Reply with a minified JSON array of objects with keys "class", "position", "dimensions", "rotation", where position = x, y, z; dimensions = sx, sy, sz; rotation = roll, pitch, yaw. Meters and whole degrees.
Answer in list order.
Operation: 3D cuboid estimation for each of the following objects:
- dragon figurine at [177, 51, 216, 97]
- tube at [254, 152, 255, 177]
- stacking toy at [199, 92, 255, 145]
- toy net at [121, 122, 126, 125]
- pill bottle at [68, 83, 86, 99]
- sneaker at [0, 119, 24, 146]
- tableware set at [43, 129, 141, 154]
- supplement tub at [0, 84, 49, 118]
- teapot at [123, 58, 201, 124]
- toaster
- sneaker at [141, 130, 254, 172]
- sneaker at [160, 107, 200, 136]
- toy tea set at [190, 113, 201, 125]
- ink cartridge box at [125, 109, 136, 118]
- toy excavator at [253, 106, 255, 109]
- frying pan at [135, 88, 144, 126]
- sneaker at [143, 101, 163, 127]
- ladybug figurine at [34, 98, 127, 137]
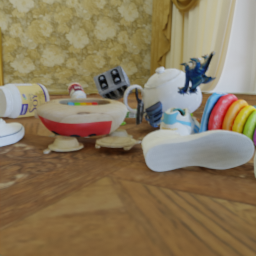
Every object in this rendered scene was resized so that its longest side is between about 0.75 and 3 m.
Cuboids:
[{"class":"dragon figurine","position":[2.527,-1.846,9.835],"dimensions":[0.754,1.275,2.564],"rotation":[-20,3,-23]},{"class":"tube","position":[3.911,0.807,5.043],"dimensions":[2.947,0.855,0.765],"rotation":[5,-26,14]},{"class":"stacking toy","position":[3.678,-0.005,8.257],"dimensions":[1.645,1.556,2.835],"rotation":[-6,23,-45]},{"class":"toy net","position":[-1.029,-0.424,12.752],"dimensions":[1.130,0.416,2.153],"rotation":[-7,11,-31]},{"class":"pill bottle","position":[-2.302,-1.497,12.696],"dimensions":[0.672,0.672,1.177],"rotation":[-4,36,-23]},{"class":"sneaker","position":[-4.076,0.025,8.328],"dimensions":[1.051,1.019,2.878],"rotation":[2,10,11]},{"class":"tableware set","position":[-1.073,0.355,8.515],"dimensions":[2.946,0.342,2.461],"rotation":[0,10,4]},{"class":"supplement tub","position":[-5.588,-1.433,14.683],"dimensions":[1.751,1.751,2.408],"rotation":[8,13,38]},{"class":"teapot","position":[1.709,-1.661,12.639],"dimensions":[2.888,2.137,2.926],"rotation":[-7,27,43]},{"class":"toaster","position":[-0.669,-1.974,13.085],"dimensions":[1.418,0.931,1.568],"rotation":[-21,-22,9]},{"class":"sneaker","position":[1.527,0.381,6.657],"dimensions":[2.451,0.903,1.416],"rotation":[-2,13,-5]},{"class":"sneaker","position":[1.812,-0.159,9.300],"dimensions":[1.014,1.071,2.651],"rotation":[3,9,23]},{"class":"toy tea set","position":[3.384,-0.314,10.774],"dimensions":[2.328,0.862,1.385],"rotation":[1,10,4]},{"class":"ink cartridge box","position":[0.206,-0.775,14.984],"dimensions":[0.606,0.346,1.168],"rotation":[1,10,8]},{"class":"toy excavator","position":[5.292,-0.504,11.902],"dimensions":[2.145,1.071,2.085],"rotation":[-3,4,44]},{"class":"frying pan","position":[0.432,-0.879,10.364],"dimensions":[0.277,1.699,1.028],"rotation":[7,32,7]},{"class":"sneaker","position":[1.067,-0.500,10.908],"dimensions":[0.703,0.782,1.902],"rotation":[-29,-7,-4]},{"class":"ladybug figurine","position":[-1.406,-0.317,8.579],"dimensions":[2.765,0.995,1.877],"rotation":[-1,16,-12]}]
